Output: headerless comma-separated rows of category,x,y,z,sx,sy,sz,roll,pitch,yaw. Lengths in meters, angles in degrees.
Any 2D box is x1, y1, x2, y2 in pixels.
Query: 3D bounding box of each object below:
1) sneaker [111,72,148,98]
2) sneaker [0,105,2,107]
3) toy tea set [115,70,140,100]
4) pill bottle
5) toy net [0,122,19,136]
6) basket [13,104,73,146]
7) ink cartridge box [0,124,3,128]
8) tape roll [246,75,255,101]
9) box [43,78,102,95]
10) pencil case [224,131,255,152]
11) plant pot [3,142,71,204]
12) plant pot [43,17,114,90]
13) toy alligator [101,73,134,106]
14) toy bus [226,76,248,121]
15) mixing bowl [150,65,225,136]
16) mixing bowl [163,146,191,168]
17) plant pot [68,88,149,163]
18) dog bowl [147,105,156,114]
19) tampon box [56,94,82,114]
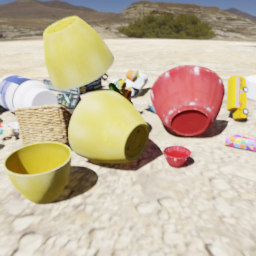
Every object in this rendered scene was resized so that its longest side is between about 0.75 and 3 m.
sneaker,0.272,-2.087,14.494,1.153,1.094,2.864,27,38,29
sneaker,-6.161,-1.402,12.505,1.885,1.080,0.721,-17,26,-31
toy tea set,-0.061,-1.216,10.668,0.761,2.056,1.223,28,22,23
pill bottle,-3.953,-1.174,11.002,2.722,1.512,1.512,21,30,41
toy net,-4.278,0.206,9.381,1.071,0.394,2.042,13,21,16
basket,-2.507,-0.180,8.825,1.644,1.225,1.174,-5,11,17
ink cartridge box,-5.345,-0.204,10.610,0.901,0.316,1.109,-15,22,-33
tape roll,7.250,-1.983,14.118,2.607,0.912,2.607,0,23,0
box,-3.110,-2.505,15.791,2.625,0.604,2.086,12,25,28
pencil case,3.572,0.433,8.779,1.089,0.481,0.481,15,26,28
plant pot,-1.958,1.095,6.332,1.444,1.025,1.444,-1,24,1
plant pot,-1.477,-2.089,7.397,1.873,1.330,1.873,-15,39,12
toy alligator,-0.341,-1.108,9.158,0.543,1.638,0.394,-32,14,4
toy bus,4.280,-1.158,11.018,0.658,1.681,0.547,9,-13,-12
mixing bowl,2.008,-0.647,9.420,2.579,2.579,1.397,2,48,5
mixing bowl,1.347,0.844,7.798,0.780,0.422,0.780,1,21,0
plant pot,-0.312,0.132,7.530,1.473,2.075,2.075,24,32,34
dog bowl,1.464,-1.173,12.146,1.022,0.455,1.834,-28,12,26
tampon box,-2.431,-0.921,11.375,0.972,0.613,0.728,4,54,12
